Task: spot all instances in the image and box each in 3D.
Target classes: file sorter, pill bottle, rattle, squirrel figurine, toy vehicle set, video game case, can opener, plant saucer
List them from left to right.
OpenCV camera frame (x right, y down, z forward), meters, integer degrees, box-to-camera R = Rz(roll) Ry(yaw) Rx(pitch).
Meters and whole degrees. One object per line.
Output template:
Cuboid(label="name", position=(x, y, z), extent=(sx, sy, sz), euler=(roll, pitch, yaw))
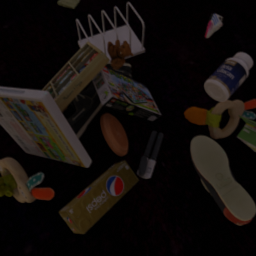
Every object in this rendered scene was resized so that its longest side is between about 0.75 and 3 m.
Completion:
Cuboid(label="rattle", position=(-3.260, 1.695, 7.489), extent=(2.218, 1.444, 1.585), euler=(20, 19, 41))
Cuboid(label="video game case", position=(-2.444, -0.001, 7.376), extent=(2.416, 2.655, 0.304), euler=(9, 52, 27))
Cuboid(label="toy vehicle set", position=(-1.766, -1.327, 8.185), extent=(2.624, 0.348, 1.630), euler=(-46, 33, 3))
Cuboid(label="file sorter", position=(-0.697, -3.594, 10.827), extent=(2.290, 1.426, 1.589), euler=(-23, 64, -11))
Cuboid(label="plant saucer", position=(-0.382, 0.186, 8.787), extent=(0.232, 1.438, 1.438), euler=(-26, 61, 17))
Cuboid(label="squirrel figurine", position=(-0.208, -2.178, 8.445), extent=(0.648, 0.915, 0.854), euler=(5, 13, -34))
Cuboid(label="can opener", position=(0.727, 0.802, 8.917), extent=(0.454, 0.569, 1.701), euler=(17, 63, 9))
Cuboid(label="rattle", position=(3.252, -0.524, 9.661), extent=(2.036, 1.455, 1.326), euler=(-34, 106, -21))
Cuboid(label="pill bottle", position=(2.621, -1.341, 7.224), extent=(0.710, 0.710, 1.278), euler=(39, 75, 19))

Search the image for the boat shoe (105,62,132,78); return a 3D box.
Cuboid(label="boat shoe", position=(-0.646, -2.001, 10.005), extent=(1.718, 0.617, 0.581), euler=(-2, 83, -28))

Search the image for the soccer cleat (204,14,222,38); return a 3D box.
Cuboid(label="soccer cleat", position=(3.610, -4.261, 11.718), extent=(0.599, 0.484, 1.386), euler=(19, 63, 9))

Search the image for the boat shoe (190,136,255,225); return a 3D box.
Cuboid(label="boat shoe", position=(2.677, 1.512, 8.301), extent=(1.003, 0.882, 2.818), euler=(-24, 60, -6))

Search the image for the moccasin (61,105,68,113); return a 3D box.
Cuboid(label="moccasin", position=(-2.163, -0.776, 8.930), extent=(0.539, 1.395, 0.510), euler=(-38, 103, -6))

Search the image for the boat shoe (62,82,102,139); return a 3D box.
Cuboid(label="boat shoe", position=(-1.595, -0.747, 9.363), extent=(1.046, 0.985, 2.913), euler=(1, 51, 47))

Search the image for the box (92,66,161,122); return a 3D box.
Cuboid(label="box", position=(-0.041, -1.071, 8.998), extent=(0.443, 2.550, 1.404), euler=(-39, 59, 26))

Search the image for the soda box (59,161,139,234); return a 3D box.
Cuboid(label="soda box", position=(-0.772, 1.894, 7.811), extent=(2.235, 0.716, 0.757), euler=(-38, 95, -34))

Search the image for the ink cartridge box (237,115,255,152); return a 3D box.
Cuboid(label="ink cartridge box", position=(3.920, 0.428, 8.260), extent=(0.553, 1.866, 0.969), euler=(-54, 29, 5))

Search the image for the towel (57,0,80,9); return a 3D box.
Cuboid(label="towel", position=(-2.692, -5.716, 12.691), extent=(0.885, 0.161, 0.657), euler=(19, 62, 10))
